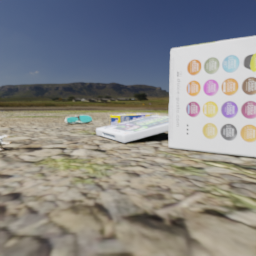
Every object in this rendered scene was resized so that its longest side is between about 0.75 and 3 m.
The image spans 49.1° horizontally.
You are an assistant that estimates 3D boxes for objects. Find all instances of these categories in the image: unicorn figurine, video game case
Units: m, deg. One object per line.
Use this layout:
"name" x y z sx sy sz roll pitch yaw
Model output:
"unicorn figurine" -3.675 0.460 7.872 0.763 0.410 1.111 -7 7 20
"video game case" 0.515 -0.038 10.982 2.878 0.336 2.617 -13 11 -25

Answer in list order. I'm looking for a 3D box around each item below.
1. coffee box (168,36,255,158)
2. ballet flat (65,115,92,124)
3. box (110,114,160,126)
"coffee box" 3.258 -0.882 8.445 2.949 2.978 2.982 4 7 40
"ballet flat" -3.216 -0.488 18.072 1.753 0.629 0.629 -2 5 -20
"box" 0.388 -0.280 13.930 2.552 0.821 0.894 -3 5 -37
